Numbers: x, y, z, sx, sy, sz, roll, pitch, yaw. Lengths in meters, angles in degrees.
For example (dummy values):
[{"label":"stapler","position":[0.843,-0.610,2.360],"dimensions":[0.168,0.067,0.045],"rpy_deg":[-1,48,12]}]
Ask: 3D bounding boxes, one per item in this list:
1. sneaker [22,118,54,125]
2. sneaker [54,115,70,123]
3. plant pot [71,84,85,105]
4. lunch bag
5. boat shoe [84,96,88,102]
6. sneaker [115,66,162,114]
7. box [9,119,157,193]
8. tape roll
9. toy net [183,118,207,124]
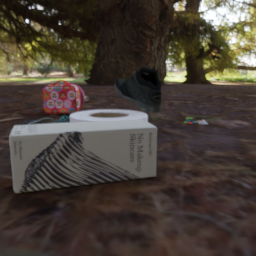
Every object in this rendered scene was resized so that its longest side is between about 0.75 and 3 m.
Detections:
[{"label":"sneaker","position":[-3.266,-0.179,10.148],"dimensions":[0.579,0.408,1.090],"rpy_deg":[13,18,40]},{"label":"sneaker","position":[-2.472,-0.288,10.731],"dimensions":[0.894,0.408,0.347],"rpy_deg":[7,13,33]},{"label":"plant pot","position":[-3.125,-1.495,14.821],"dimensions":[1.396,1.396,1.249],"rpy_deg":[2,26,9]},{"label":"lunch bag","position":[-3.265,-1.508,13.674],"dimensions":[1.871,1.648,0.766],"rpy_deg":[3,12,14]},{"label":"boat shoe","position":[-3.096,-2.040,19.693],"dimensions":[0.361,0.411,1.155],"rpy_deg":[3,7,5]},{"label":"sneaker","position":[0.339,-1.521,9.401],"dimensions":[0.917,1.374,2.400],"rpy_deg":[-10,28,-26]},{"label":"box","position":[-0.805,0.459,5.328],"dimensions":[2.609,1.072,0.892],"rpy_deg":[-5,13,-17]},{"label":"tape roll","position":[-0.559,-0.009,8.280],"dimensions":[2.301,0.805,2.301],"rpy_deg":[-1,11,0]},{"label":"toy net","position":[2.708,-0.262,11.199],"dimensions":[0.915,0.177,0.480],"rpy_deg":[7,13,31]}]
